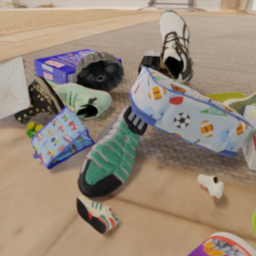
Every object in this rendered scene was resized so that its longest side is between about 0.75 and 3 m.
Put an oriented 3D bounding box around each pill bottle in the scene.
[{"bbox_3d":[0.828,2.114,3.345,1.760,0.980,0.980,-21,35,-34],"label":"pill bottle"}]

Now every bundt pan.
[{"bbox_3d":[-1.069,-1.993,9.975,1.822,1.822,0.684,-9,59,-17],"label":"bundt pan"}]

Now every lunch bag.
[{"bbox_3d":[1.481,-0.435,6.960,2.921,1.104,2.340,24,16,-12],"label":"lunch bag"},{"bbox_3d":[-1.676,0.301,6.681,1.370,0.645,1.032,-36,53,-13],"label":"lunch bag"}]

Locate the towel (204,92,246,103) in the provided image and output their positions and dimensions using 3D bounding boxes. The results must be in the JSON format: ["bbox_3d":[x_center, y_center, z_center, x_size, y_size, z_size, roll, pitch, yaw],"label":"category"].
[{"bbox_3d":[2.939,-0.992,9.927,2.769,0.250,1.192,-5,29,-10],"label":"towel"}]

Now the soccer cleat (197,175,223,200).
[{"bbox_3d":[1.684,1.100,5.653,0.333,0.372,0.960,18,9,-8],"label":"soccer cleat"}]

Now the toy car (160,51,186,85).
[{"bbox_3d":[1.754,-2.709,11.456,1.436,1.820,1.495,9,30,17],"label":"toy car"}]

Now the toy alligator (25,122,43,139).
[{"bbox_3d":[-2.314,0.194,7.558,1.452,0.431,0.394,16,63,26],"label":"toy alligator"}]

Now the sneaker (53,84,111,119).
[{"bbox_3d":[-1.732,-0.859,9.073,2.138,0.787,1.261,7,28,12],"label":"sneaker"}]

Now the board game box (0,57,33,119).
[{"bbox_3d":[-3.699,-1.082,8.377,1.679,1.680,0.217,-20,-18,14],"label":"board game box"}]

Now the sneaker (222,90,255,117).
[{"bbox_3d":[4.064,-0.605,8.698,2.358,0.791,1.058,-16,34,-19],"label":"sneaker"}]

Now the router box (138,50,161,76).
[{"bbox_3d":[0.721,-1.469,9.275,0.579,1.692,2.268,4,28,9],"label":"router box"}]

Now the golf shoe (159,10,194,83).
[{"bbox_3d":[1.559,-2.728,9.336,0.972,2.499,1.181,-16,5,31],"label":"golf shoe"}]

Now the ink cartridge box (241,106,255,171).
[{"bbox_3d":[3.403,0.233,6.727,1.061,1.066,1.467,6,28,6],"label":"ink cartridge box"}]

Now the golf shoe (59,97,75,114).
[{"bbox_3d":[-2.242,-0.746,9.153,1.217,0.557,0.458,17,31,25],"label":"golf shoe"}]

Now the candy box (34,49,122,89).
[{"bbox_3d":[-2.056,-2.387,11.648,2.788,1.074,2.357,-23,37,-38],"label":"candy box"}]

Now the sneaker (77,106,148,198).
[{"bbox_3d":[-0.454,0.623,6.565,1.171,0.996,2.676,-30,18,45],"label":"sneaker"}]

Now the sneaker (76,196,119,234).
[{"bbox_3d":[-0.570,1.547,5.159,0.446,0.336,0.954,-10,28,-43],"label":"sneaker"}]

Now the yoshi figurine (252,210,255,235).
[{"bbox_3d":[3.050,1.484,4.250,2.645,1.486,1.481,-10,14,-14],"label":"yoshi figurine"}]

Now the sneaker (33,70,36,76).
[{"bbox_3d":[-3.421,-2.604,12.703,0.801,0.461,1.535,26,41,32],"label":"sneaker"}]

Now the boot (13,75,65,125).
[{"bbox_3d":[-2.648,-0.517,8.384,1.337,1.776,0.650,-34,-3,2],"label":"boot"}]
